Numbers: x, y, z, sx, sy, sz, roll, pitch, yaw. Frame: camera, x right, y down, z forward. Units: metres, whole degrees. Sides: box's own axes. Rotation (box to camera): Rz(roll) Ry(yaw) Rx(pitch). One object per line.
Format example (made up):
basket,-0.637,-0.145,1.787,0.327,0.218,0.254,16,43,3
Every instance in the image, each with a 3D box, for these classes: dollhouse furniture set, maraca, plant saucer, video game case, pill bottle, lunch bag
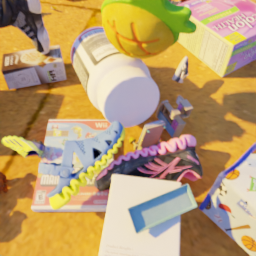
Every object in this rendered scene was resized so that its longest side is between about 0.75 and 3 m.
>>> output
dollhouse furniture set,0.681,-0.211,7.306,1.411,1.332,0.921,-16,54,-26
maraca,0.340,-2.211,5.827,1.756,2.561,1.370,22,87,-22
plant saucer,0.612,1.422,4.978,1.299,0.123,0.454,-15,76,-24
video game case,-1.300,0.858,7.185,1.851,0.226,2.589,0,53,-1
pill bottle,-0.429,-1.429,7.609,1.705,1.705,2.994,-17,42,-13
lunch bag,3.358,1.399,5.950,2.737,1.695,2.327,-26,57,-33

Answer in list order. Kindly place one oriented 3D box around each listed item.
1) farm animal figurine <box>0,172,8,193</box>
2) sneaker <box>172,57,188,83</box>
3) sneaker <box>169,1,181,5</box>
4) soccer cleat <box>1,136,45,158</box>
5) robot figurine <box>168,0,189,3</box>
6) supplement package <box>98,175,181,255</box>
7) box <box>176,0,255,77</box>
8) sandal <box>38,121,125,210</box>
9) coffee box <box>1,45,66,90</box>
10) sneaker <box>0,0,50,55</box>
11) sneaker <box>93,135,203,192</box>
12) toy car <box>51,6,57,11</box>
farm animal figurine,-3.892,1.356,6.333,1.938,1.011,1.917,7,54,6
sneaker,1.638,-1.710,8.368,0.339,0.334,0.853,30,78,-8
sneaker,1.569,-5.012,11.223,1.274,0.670,1.763,4,62,16
soccer cleat,-2.656,0.491,7.001,1.139,0.368,0.476,9,70,3
robot figurine,2.487,-5.466,11.662,2.087,0.608,1.513,-26,60,-18
supplement package,0.213,2.303,5.381,1.392,1.397,2.381,6,54,5
box,3.314,-3.418,9.708,2.375,1.305,2.700,-27,58,-19
sandal,-1.006,0.613,5.990,2.299,0.914,1.001,-44,94,-16
coffee box,-2.975,-1.939,8.915,1.812,0.722,1.036,-12,46,-9
sneaker,-2.987,-2.878,7.728,1.306,2.295,0.866,-17,63,-13
sneaker,0.583,1.112,6.557,2.737,1.081,1.305,-16,77,-16
toy car,-3.449,-4.717,11.413,1.023,0.502,0.340,0,7,-20
